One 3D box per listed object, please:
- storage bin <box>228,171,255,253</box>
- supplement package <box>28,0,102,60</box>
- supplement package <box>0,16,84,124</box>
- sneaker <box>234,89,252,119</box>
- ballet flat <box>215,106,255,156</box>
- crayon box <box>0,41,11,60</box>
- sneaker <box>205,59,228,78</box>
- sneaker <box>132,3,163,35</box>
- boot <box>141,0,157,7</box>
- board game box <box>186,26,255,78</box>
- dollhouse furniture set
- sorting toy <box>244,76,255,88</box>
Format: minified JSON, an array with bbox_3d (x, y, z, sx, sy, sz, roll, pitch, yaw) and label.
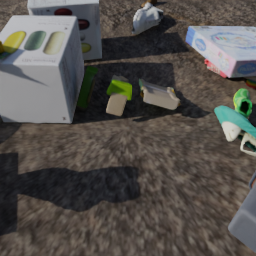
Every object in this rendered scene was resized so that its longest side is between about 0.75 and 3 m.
[{"bbox_3d":[3.049,1.713,4.974,2.239,1.630,1.504,37,57,27],"label":"storage bin"},{"bbox_3d":[-2.130,-3.588,9.783,2.171,2.076,1.597,-9,47,-9],"label":"supplement package"},{"bbox_3d":[-2.503,-1.723,8.062,1.979,1.965,2.608,1,46,1],"label":"supplement package"},{"bbox_3d":[3.182,-0.618,7.646,0.498,0.561,1.343,29,53,-4],"label":"sneaker"},{"bbox_3d":[2.846,0.183,6.870,1.891,0.637,0.666,36,72,13],"label":"ballet flat"},{"bbox_3d":[-3.475,-1.835,6.576,1.150,0.297,0.723,17,44,18],"label":"crayon box"},{"bbox_3d":[2.999,-2.034,9.505,0.555,0.472,1.280,-14,40,0],"label":"sneaker"},{"bbox_3d":[0.819,-4.503,11.637,0.878,0.814,2.165,24,51,10],"label":"sneaker"},{"bbox_3d":[0.994,-6.039,13.346,0.373,0.382,1.013,33,56,25],"label":"boot"},{"bbox_3d":[3.895,-2.665,9.443,2.885,0.626,2.871,-6,38,-17],"label":"board game box"},{"bbox_3d":[0.020,-0.845,8.131,2.787,1.076,1.393,14,22,-10],"label":"dollhouse furniture set"},{"bbox_3d":[4.329,-1.534,8.878,1.154,0.404,1.161,24,40,22],"label":"sorting toy"}]
